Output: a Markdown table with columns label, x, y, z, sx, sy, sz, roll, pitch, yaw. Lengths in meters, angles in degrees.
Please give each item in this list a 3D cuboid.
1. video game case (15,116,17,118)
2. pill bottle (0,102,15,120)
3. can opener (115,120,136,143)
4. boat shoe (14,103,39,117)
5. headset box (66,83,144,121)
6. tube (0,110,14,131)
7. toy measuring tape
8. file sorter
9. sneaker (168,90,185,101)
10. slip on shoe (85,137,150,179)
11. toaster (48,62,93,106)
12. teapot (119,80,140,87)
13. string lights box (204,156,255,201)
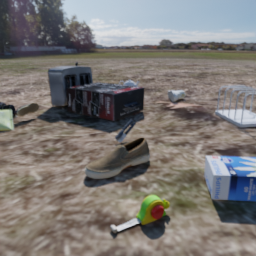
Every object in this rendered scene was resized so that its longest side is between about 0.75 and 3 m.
| label | x | y | z | sx | sy | sz | roll | pitch | yaw |
| --- | --- | --- | --- | --- | --- | --- | --- | --- | --- |
| video game case | -5.114 | -0.553 | 11.864 | 0.776 | 0.098 | 0.853 | -6 | 17 | -18 |
| pill bottle | -5.211 | -0.627 | 10.945 | 1.402 | 0.784 | 0.784 | 2 | 18 | 3 |
| can opener | -0.060 | 0.075 | 8.892 | 0.262 | 0.328 | 0.981 | 42 | 56 | -1 |
| boat shoe | -4.089 | -0.744 | 11.272 | 0.386 | 0.429 | 1.191 | 4 | 22 | 23 |
| headset box | -0.870 | -1.232 | 12.259 | 2.961 | 1.143 | 2.203 | 13 | 22 | 33 |
| tube | -5.463 | -0.166 | 9.761 | 2.694 | 0.782 | 0.699 | -7 | 0 | -23 |
| toy measuring tape | 0.242 | 1.466 | 4.930 | 1.205 | 0.443 | 0.443 | -10 | 20 | -29 |
| file sorter | 4.619 | -0.930 | 11.135 | 1.407 | 1.262 | 2.028 | -3 | 17 | -10 |
| sneaker | 2.664 | -1.767 | 14.948 | 0.874 | 0.557 | 1.513 | -4 | 16 | -1 |
| slip on shoe | -0.226 | 0.715 | 7.001 | 1.949 | 0.590 | 0.741 | -13 | 21 | -35 |
| toaster | -2.762 | -2.124 | 13.598 | 1.239 | 2.088 | 1.888 | 9 | 18 | 40 |
| teapot | 0.063 | -2.623 | 17.413 | 0.961 | 0.702 | 0.949 | -17 | 24 | -41 |
| string lights box | 2.685 | 1.066 | 5.895 | 1.960 | 0.578 | 1.007 | 2 | 18 | 5 |
